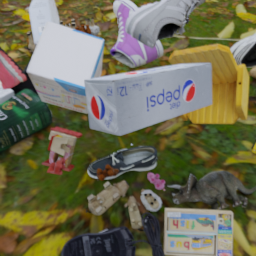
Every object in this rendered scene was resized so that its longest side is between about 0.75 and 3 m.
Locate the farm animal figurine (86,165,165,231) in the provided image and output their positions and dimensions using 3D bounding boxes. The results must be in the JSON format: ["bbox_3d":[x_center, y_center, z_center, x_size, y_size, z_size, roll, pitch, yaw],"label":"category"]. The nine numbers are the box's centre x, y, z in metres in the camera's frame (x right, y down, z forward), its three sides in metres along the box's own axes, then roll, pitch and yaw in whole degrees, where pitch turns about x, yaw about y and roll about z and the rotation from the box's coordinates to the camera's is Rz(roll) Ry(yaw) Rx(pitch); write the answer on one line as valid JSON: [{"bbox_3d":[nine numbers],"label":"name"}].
[{"bbox_3d":[-0.033,1.780,7.241,1.812,0.911,1.464,14,67,8],"label":"farm animal figurine"}]

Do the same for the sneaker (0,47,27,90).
[{"bbox_3d":[-2.660,-1.300,5.501,0.628,1.447,0.533,-40,45,-6],"label":"sneaker"}]

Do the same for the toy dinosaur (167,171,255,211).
[{"bbox_3d":[2.397,1.570,7.336,2.426,0.934,1.240,-16,56,-11],"label":"toy dinosaur"}]

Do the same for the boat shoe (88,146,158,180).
[{"bbox_3d":[-0.166,0.939,8.146,2.080,0.627,0.786,-13,47,-12],"label":"boat shoe"}]

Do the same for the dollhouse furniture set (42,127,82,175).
[{"bbox_3d":[-1.373,0.453,5.377,0.605,0.801,1.488,15,3,0],"label":"dollhouse furniture set"}]

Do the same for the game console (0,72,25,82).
[{"bbox_3d":[-4.868,-1.934,11.004,1.568,0.189,0.925,2,45,25],"label":"game console"}]

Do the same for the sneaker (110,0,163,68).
[{"bbox_3d":[-0.136,-3.239,9.553,1.534,0.975,2.690,-29,71,-12],"label":"sneaker"}]

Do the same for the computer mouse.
[{"bbox_3d":[-0.237,3.019,6.262,2.314,0.533,1.625,-16,67,-9],"label":"computer mouse"}]

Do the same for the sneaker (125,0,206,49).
[{"bbox_3d":[1.168,-2.779,7.099,2.530,0.945,1.037,-36,76,-14],"label":"sneaker"}]

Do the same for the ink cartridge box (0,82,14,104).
[{"bbox_3d":[-5.360,-1.005,9.731,2.612,1.094,1.885,32,54,28],"label":"ink cartridge box"}]

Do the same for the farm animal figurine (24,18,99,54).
[{"bbox_3d":[-2.793,-3.825,12.429,2.754,1.436,2.723,-1,33,9],"label":"farm animal figurine"}]

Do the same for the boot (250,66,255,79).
[{"bbox_3d":[5.537,-1.699,10.775,1.748,0.660,1.996,-18,48,-34],"label":"boot"}]

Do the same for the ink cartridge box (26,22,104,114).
[{"bbox_3d":[-1.504,-1.363,7.258,1.398,2.174,1.362,16,74,-2],"label":"ink cartridge box"}]

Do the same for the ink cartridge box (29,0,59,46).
[{"bbox_3d":[-2.497,-3.314,8.461,0.639,2.163,2.702,-12,82,-5],"label":"ink cartridge box"}]

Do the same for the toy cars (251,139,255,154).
[{"bbox_3d":[4.705,0.380,8.856,1.833,0.406,0.822,-10,47,-10],"label":"toy cars"}]

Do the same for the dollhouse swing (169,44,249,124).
[{"bbox_3d":[1.725,-0.888,6.329,1.585,1.393,1.440,2,84,36],"label":"dollhouse swing"}]

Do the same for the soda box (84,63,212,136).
[{"bbox_3d":[0.465,-0.581,4.757,2.386,0.814,0.757,-19,21,-39],"label":"soda box"}]

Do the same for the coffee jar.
[{"bbox_3d":[-3.864,-0.045,8.734,1.428,1.168,2.737,32,54,28],"label":"coffee jar"}]

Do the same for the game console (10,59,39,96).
[{"bbox_3d":[-3.877,-2.266,11.537,1.533,0.313,2.598,4,47,4],"label":"game console"}]

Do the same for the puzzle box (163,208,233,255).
[{"bbox_3d":[1.619,2.443,6.519,1.577,0.201,1.049,1,89,2],"label":"puzzle box"}]

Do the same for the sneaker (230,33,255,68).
[{"bbox_3d":[3.938,-2.380,7.316,2.519,0.951,1.450,-40,15,14],"label":"sneaker"}]
